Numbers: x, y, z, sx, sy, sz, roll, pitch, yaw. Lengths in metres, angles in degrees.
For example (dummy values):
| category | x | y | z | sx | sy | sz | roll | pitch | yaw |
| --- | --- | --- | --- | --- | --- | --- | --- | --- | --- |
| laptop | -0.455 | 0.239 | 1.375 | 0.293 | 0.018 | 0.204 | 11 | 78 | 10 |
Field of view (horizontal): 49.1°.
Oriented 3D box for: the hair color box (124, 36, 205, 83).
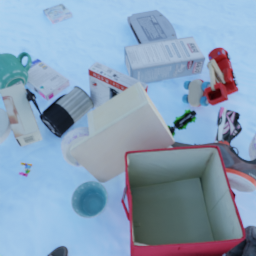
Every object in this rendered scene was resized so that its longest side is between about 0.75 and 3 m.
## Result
| category | x | y | z | sx | sy | sz | roll | pitch | yaw |
| --- | --- | --- | --- | --- | --- | --- | --- | --- | --- |
| hair color box | 1.413 | -2.724 | 11.294 | 2.924 | 0.886 | 1.447 | -11 | 55 | -7 |

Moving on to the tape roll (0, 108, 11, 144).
| category | x | y | z | sx | sy | sz | roll | pitch | yaw |
| --- | --- | --- | --- | --- | --- | --- | --- | --- | --- |
| tape roll | -4.735 | -0.016 | 9.561 | 1.529 | 0.279 | 1.529 | -3 | 64 | 6 |

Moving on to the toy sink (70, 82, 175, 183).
| category | x | y | z | sx | sy | sz | roll | pitch | yaw |
| --- | --- | --- | --- | --- | --- | --- | --- | --- | --- |
| toy sink | -0.242 | 0.147 | 8.181 | 2.528 | 1.648 | 1.416 | -32 | 34 | 10 |

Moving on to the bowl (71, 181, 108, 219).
| category | x | y | z | sx | sy | sz | roll | pitch | yaw |
| --- | --- | --- | --- | --- | --- | --- | --- | --- | --- |
| bowl | -1.034 | 2.116 | 8.006 | 1.078 | 0.564 | 1.078 | -5 | 57 | 7 |

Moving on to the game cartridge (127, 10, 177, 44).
| category | x | y | z | sx | sy | sz | roll | pitch | yaw |
| --- | --- | --- | --- | --- | --- | --- | --- | --- | --- |
| game cartridge | 1.151 | -4.382 | 12.736 | 1.768 | 0.536 | 2.651 | -15 | 56 | -6 |

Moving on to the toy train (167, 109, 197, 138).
| category | x | y | z | sx | sy | sz | roll | pitch | yaw |
| --- | --- | --- | --- | --- | --- | --- | --- | --- | --- |
| toy train | 1.172 | 0.221 | 8.927 | 2.394 | 0.675 | 0.500 | -37 | 86 | 1 |

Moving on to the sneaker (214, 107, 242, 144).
| category | x | y | z | sx | sy | sz | roll | pitch | yaw |
| --- | --- | --- | --- | --- | --- | --- | --- | --- | --- |
| sneaker | 3.286 | 0.104 | 9.090 | 0.794 | 0.739 | 1.839 | 9 | 62 | 13 |

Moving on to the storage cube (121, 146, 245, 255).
| category | x | y | z | sx | sy | sz | roll | pitch | yaw |
| --- | --- | --- | --- | --- | --- | --- | --- | --- | --- |
| storage cube | 1.141 | 2.047 | 7.004 | 2.629 | 2.364 | 2.248 | -3 | 55 | -3 |

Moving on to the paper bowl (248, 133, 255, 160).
| category | x | y | z | sx | sy | sz | roll | pitch | yaw |
| --- | --- | --- | --- | --- | --- | --- | --- | --- | --- |
| paper bowl | 4.728 | 0.844 | 8.678 | 1.906 | 0.991 | 1.906 | 0 | 54 | 0 |

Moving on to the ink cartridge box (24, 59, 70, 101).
| category | x | y | z | sx | sy | sz | roll | pitch | yaw |
| --- | --- | --- | --- | --- | --- | --- | --- | --- | --- |
| ink cartridge box | -3.379 | -1.937 | 11.034 | 1.940 | 0.407 | 1.158 | 36 | 60 | 20 |

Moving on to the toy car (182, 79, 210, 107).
| category | x | y | z | sx | sy | sz | roll | pitch | yaw |
| --- | --- | --- | --- | --- | --- | --- | --- | --- | --- |
| toy car | 2.761 | -1.268 | 10.277 | 1.135 | 1.004 | 1.046 | -4 | 12 | -36 |

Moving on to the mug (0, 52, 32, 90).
| category | x | y | z | sx | sy | sz | roll | pitch | yaw |
| --- | --- | --- | --- | --- | --- | --- | --- | --- | --- |
| mug | -4.214 | -1.934 | 9.990 | 1.004 | 1.623 | 1.334 | 47 | 26 | 18 |

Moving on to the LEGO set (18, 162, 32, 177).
| category | x | y | z | sx | sy | sz | roll | pitch | yaw |
| --- | --- | --- | --- | --- | --- | --- | --- | --- | --- |
| LEGO set | -3.112 | 1.204 | 8.427 | 0.341 | 0.830 | 0.317 | 18 | 89 | -12 |

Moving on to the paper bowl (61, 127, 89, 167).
| category | x | y | z | sx | sy | sz | roll | pitch | yaw |
| --- | --- | --- | --- | --- | --- | --- | --- | --- | --- |
| paper bowl | -1.446 | 0.539 | 8.747 | 1.289 | 1.289 | 0.671 | -17 | 38 | -12 |

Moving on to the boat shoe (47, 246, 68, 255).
| category | x | y | z | sx | sy | sz | roll | pitch | yaw |
| --- | --- | --- | --- | --- | --- | --- | --- | --- | --- |
| boat shoe | -2.137 | 3.634 | 7.043 | 0.527 | 0.449 | 1.576 | 35 | 62 | 22 |

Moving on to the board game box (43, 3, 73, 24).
| category | x | y | z | sx | sy | sz | roll | pitch | yaw |
| --- | --- | --- | --- | --- | --- | --- | --- | --- | --- |
| board game box | -3.452 | -5.614 | 13.745 | 1.081 | 0.234 | 1.075 | -29 | 59 | -19 |

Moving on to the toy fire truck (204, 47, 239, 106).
| category | x | y | z | sx | sy | sz | roll | pitch | yaw |
| --- | --- | --- | --- | --- | --- | --- | --- | --- | --- |
| toy fire truck | 3.243 | -1.906 | 10.035 | 1.738 | 0.601 | 2.464 | 13 | 63 | -45 |

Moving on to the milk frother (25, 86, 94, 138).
| category | x | y | z | sx | sy | sz | roll | pitch | yaw |
| --- | --- | --- | --- | --- | --- | --- | --- | --- | --- |
| milk frother | -2.336 | -0.888 | 9.446 | 1.567 | 1.737 | 1.634 | 30 | 63 | 29 |

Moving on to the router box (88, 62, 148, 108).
| category | x | y | z | sx | sy | sz | roll | pitch | yaw |
| --- | --- | --- | --- | --- | --- | --- | --- | --- | --- |
| router box | -0.367 | -1.068 | 9.455 | 1.977 | 1.775 | 0.483 | 27 | 55 | 16 |

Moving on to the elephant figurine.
| category | x | y | z | sx | sy | sz | roll | pitch | yaw |
| --- | --- | --- | --- | --- | --- | --- | --- | --- | --- |
| elephant figurine | 2.265 | 3.600 | 6.329 | 2.640 | 1.868 | 2.048 | -27 | 44 | -26 |

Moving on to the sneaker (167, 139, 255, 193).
| category | x | y | z | sx | sy | sz | roll | pitch | yaw |
| --- | --- | --- | --- | --- | --- | --- | --- | --- | --- |
| sneaker | 2.491 | 0.863 | 8.323 | 2.856 | 1.101 | 1.170 | 23 | 73 | 29 |

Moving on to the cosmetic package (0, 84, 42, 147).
| category | x | y | z | sx | sy | sz | roll | pitch | yaw |
| --- | --- | --- | --- | --- | --- | --- | --- | --- | --- |
| cosmetic package | -3.536 | -0.409 | 9.274 | 0.792 | 0.938 | 1.814 | -19 | 70 | -16 |
